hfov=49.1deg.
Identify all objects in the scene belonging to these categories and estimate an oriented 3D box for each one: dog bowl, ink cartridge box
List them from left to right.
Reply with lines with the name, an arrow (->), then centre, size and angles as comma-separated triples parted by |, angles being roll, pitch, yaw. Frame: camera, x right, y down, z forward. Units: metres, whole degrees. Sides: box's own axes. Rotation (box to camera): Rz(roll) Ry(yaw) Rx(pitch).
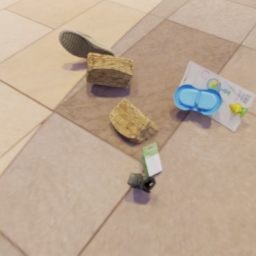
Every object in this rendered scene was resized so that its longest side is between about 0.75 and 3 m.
ink cartridge box -> 0.726, 1.005, 9.124 | 0.521, 1.003, 0.298 | -20, 15, -24
dog bowl -> 2.556, -1.034, 10.291 | 1.706, 0.423, 0.951 | 14, 95, 18

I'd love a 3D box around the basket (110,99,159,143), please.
basket -> 0.180, -0.129, 10.405 | 1.093, 1.141, 1.532 | -49, 60, 5

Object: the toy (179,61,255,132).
toy -> 3.319, -1.269, 10.771 | 2.773, 1.597, 0.655 | 38, 36, 28

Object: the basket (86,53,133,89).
basket -> -0.739, -2.595, 11.372 | 1.865, 1.331, 1.390 | 7, 66, -10

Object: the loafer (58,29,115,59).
loafer -> -1.870, -3.612, 12.544 | 2.679, 1.014, 0.915 | 21, 24, -31

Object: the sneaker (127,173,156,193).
sneaker -> 0.455, 1.677, 8.454 | 0.765, 1.336, 0.511 | 20, 80, 13
